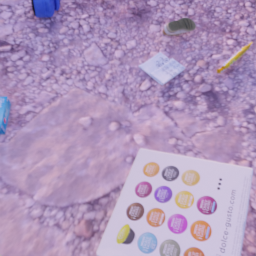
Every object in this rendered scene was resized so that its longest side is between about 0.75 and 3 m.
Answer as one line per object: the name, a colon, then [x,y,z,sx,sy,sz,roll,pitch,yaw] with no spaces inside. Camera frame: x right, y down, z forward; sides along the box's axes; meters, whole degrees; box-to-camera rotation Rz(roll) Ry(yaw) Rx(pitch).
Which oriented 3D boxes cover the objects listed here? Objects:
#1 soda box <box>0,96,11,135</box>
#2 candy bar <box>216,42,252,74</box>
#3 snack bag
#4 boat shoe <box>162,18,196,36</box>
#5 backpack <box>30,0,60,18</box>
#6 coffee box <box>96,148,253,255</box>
soda box: [-4.590,-0.443,10.004,0.474,0.449,1.399,-3,56,-2]
candy bar: [4.390,-2.875,11.531,2.194,0.547,0.243,-39,88,-23]
snack bag: [1.377,-2.498,11.520,1.376,0.156,1.459,-37,64,-21]
boat shoe: [2.251,-4.473,12.483,1.726,0.590,0.645,-15,88,-31]
backpack: [-3.895,-6.054,13.152,1.366,1.323,1.628,-3,56,-5]
coffee box: [1.252,2.439,6.513,2.605,2.634,2.630,9,55,25]
